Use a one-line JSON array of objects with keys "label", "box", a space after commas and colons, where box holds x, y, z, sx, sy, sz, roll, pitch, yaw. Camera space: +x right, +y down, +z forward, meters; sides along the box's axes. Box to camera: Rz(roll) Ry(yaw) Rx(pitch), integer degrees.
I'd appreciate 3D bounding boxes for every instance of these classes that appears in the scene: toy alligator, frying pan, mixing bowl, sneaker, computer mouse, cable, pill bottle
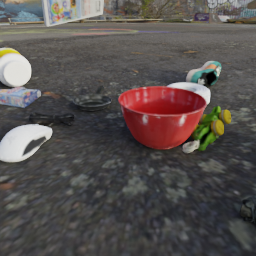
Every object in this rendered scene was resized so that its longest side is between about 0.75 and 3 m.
[{"label": "toy alligator", "box": [2.200, 0.173, 7.829, 0.863, 0.625, 2.603, -14, 19, 44]}, {"label": "frying pan", "box": [-1.439, -1.149, 10.871, 1.405, 0.378, 2.322, -5, 24, -13]}, {"label": "mixing bowl", "box": [0.901, -0.225, 7.823, 2.355, 1.275, 2.355, 1, 25, 0]}, {"label": "sneaker", "box": [2.426, 1.604, 4.957, 0.638, 0.426, 1.115, -9, 24, -15]}, {"label": "computer mouse", "box": [-2.685, 0.094, 7.965, 1.440, 0.576, 2.626, 7, 26, 12]}, {"label": "cable", "box": [2.221, -1.257, 10.775, 1.808, 0.626, 1.808, 22, 33, 39]}, {"label": "pill bottle", "box": [-5.446, -2.815, 13.089, 1.490, 1.490, 2.727, -14, 28, -27]}, {"label": "sneaker", "box": [3.827, -2.435, 13.091, 1.032, 0.922, 2.583, 26, 41, 36]}]

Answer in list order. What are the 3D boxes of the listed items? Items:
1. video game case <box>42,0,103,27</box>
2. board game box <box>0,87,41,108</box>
[{"label": "video game case", "box": [-1.948, -4.716, 10.065, 2.370, 1.697, 0.213, -25, 55, -27]}, {"label": "board game box", "box": [-4.450, -1.287, 11.048, 1.476, 0.455, 1.476, 4, 26, 7]}]
